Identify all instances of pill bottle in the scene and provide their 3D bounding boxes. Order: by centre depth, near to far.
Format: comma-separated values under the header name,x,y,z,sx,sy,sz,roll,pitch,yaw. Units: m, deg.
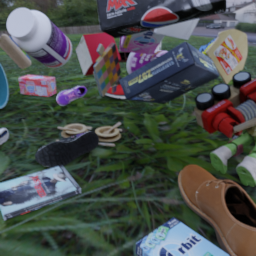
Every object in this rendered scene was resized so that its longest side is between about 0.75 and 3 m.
name,x,y,z,sx,sy,sz,roll,pitch,yaw
pill bottle,-2.616,-2.661,8.387,1.195,1.195,2.125,6,-6,13
pill bottle,1.155,-2.171,10.239,1.306,1.306,2.326,-21,32,-39

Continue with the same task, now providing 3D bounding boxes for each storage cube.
name,x,y,z,sx,sy,sz,roll,pitch,yaw
storage cube,-1.370,-3.290,12.499,1.390,1.546,1.322,-16,-7,-28

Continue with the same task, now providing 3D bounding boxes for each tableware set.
name,x,y,z,sx,sy,sz,roll,pitch,yaw
tableware set,-1.274,0.088,9.538,2.066,0.414,1.366,4,24,9

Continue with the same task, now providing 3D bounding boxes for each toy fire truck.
name,x,y,z,sx,sy,sz,roll,pitch,yaw
toy fire truck,2.547,-0.390,6.099,1.623,1.186,1.843,-29,39,-6

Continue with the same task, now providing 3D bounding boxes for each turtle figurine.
name,x,y,z,sx,sy,sz,roll,pitch,yaw
turtle figurine,3.623,0.603,7.671,2.552,2.632,1.894,-36,68,-20

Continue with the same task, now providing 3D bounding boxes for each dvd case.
name,x,y,z,sx,sy,sz,roll,pitch,yaw
dvd case,-2.171,1.461,6.662,1.734,0.191,1.265,-13,27,-29

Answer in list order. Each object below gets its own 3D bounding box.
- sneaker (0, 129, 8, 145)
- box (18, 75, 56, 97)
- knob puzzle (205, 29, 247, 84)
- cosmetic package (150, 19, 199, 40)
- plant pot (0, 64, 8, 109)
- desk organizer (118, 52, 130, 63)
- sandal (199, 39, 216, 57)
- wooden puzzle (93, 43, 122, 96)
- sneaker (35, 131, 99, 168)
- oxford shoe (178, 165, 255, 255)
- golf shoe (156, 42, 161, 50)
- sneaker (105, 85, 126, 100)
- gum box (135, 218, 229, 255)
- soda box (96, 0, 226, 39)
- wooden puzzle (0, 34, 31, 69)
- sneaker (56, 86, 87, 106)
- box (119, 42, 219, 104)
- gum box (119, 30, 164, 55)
name,x,y,z,sx,sy,sz,roll,pitch,yaw
sneaker,-4.500,0.433,8.670,0.881,0.576,1.575,0,15,8
box,-4.556,-2.122,14.114,1.672,0.858,0.791,7,24,19
knob puzzle,3.673,-2.759,10.152,1.915,1.915,0.266,-11,16,-23
cosmetic package,1.017,-2.658,6.483,0.683,0.949,1.682,40,28,25
plant pot,-6.823,-1.771,11.360,2.592,2.759,2.759,-14,23,6
desk organizer,-0.280,-3.131,12.394,0.939,0.337,0.361,-3,-13,0
sandal,2.816,-2.855,10.236,0.434,1.092,0.476,30,25,-48
wooden puzzle,-0.553,-1.537,7.478,0.122,1.735,1.029,18,57,22
sneaker,-1.844,0.636,8.213,1.917,0.726,0.839,-18,9,-36
oxford shoe,1.910,1.412,5.735,1.059,1.058,2.970,-8,23,-14
golf shoe,1.188,-3.728,12.045,1.017,2.597,1.263,-16,72,-15
sneaker,0.014,-2.140,13.670,2.865,1.216,1.103,-13,26,-27
gum box,0.917,2.193,4.854,1.038,0.272,1.221,-19,30,-37
soda box,0.499,-1.985,4.410,1.938,0.686,0.614,-7,2,21
wooden puzzle,-3.141,-2.137,7.845,0.251,1.003,1.083,-49,25,-18
sneaker,-1.415,-0.854,7.171,0.880,0.354,0.389,-32,16,-33
box,1.104,-1.217,6.906,1.765,0.571,2.239,-26,-10,28
gum box,0.475,-3.066,8.740,1.190,0.693,2.096,3,-9,-10
